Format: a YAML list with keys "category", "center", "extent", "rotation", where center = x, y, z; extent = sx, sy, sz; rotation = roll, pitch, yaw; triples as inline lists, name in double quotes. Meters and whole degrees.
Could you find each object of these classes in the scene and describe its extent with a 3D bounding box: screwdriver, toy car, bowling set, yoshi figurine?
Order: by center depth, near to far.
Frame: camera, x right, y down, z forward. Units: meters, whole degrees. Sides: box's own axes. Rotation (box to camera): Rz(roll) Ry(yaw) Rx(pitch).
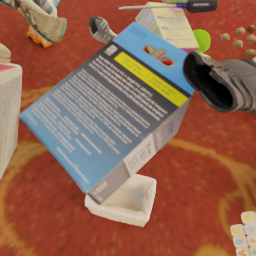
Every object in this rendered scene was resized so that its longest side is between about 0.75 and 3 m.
- category: "screwdriver"
  center: [0.787, -2.398, 5.437]
  extent: [1.933, 0.281, 0.270]
  rotation: [0, 47, -7]
- category: "bowling set"
  center: [2.399, -1.911, 5.809]
  extent: [0.834, 0.447, 0.580]
  rotation: [31, 105, 4]
- category: "yoshi figurine"
  center: [1.428, -2.483, 8.080]
  extent: [2.153, 1.205, 1.210]
  rotation: [20, 55, 8]
- category: "toy car"
  center: [-3.205, -2.675, 8.470]
  extent: [1.900, 0.632, 0.932]
  rotation: [-30, 64, -18]

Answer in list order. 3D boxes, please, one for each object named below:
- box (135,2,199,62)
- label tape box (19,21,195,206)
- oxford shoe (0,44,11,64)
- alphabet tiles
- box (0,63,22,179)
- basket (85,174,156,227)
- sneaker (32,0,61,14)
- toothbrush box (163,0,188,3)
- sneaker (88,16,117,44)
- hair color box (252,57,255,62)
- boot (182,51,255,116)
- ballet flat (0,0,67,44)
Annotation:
- category: "box"
  center: [0.864, -2.107, 6.213]
  extent: [0.997, 0.548, 1.134]
  rotation: [-14, 79, -35]
- category: "label tape box"
  center: [-0.170, -0.359, 4.871]
  extent: [2.723, 0.862, 1.963]
  rotation: [-42, 62, -12]
- category: "oxford shoe"
  center: [-2.041, -1.335, 3.436]
  extent: [1.413, 0.500, 0.521]
  rotation: [35, 99, -23]
- category: "alphabet tiles"
  center: [1.881, 1.563, 3.935]
  extent: [0.767, 0.057, 0.785]
  rotation: [-14, 81, 19]
- category: "box"
  center: [-2.296, -0.140, 3.781]
  extent: [1.308, 2.401, 1.535]
  rotation: [6, 102, -16]
- category: "basket"
  center: [-0.142, 1.465, 5.905]
  extent: [1.311, 0.809, 0.889]
  rotation: [13, 60, 6]
- category: "sneaker"
  center: [-1.719, -3.766, 6.475]
  extent: [0.860, 0.773, 1.993]
  rotation: [21, 95, -27]
- category: "toothbrush box"
  center: [1.481, -3.831, 7.171]
  extent: [1.424, 0.613, 1.037]
  rotation: [-9, 74, -21]
- category: "sneaker"
  center: [-0.542, -1.819, 5.183]
  extent: [0.342, 0.910, 0.526]
  rotation: [-48, 60, 7]
- category: "hair color box"
  center: [3.150, -1.286, 5.246]
  extent: [1.467, 0.449, 0.745]
  rotation: [-27, 80, 11]
- category: "boot"
  center: [1.678, -0.287, 3.624]
  extent: [1.351, 0.716, 2.053]
  rotation: [-6, 38, -38]
- category: "ballet flat"
  center: [-2.130, -2.672, 5.942]
  extent: [2.138, 0.805, 0.725]
  rotation: [38, 25, 8]
